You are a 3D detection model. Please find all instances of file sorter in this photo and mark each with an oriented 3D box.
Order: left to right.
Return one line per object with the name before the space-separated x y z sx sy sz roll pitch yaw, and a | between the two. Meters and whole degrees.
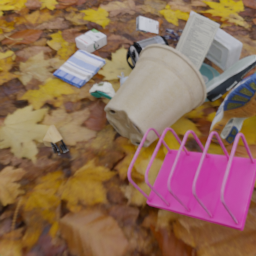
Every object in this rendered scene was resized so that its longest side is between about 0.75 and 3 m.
file sorter | 1.452 0.992 6.528 2.430 1.524 1.689 4 56 40

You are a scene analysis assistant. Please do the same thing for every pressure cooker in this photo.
pressure cooker | 0.710 -2.652 10.563 1.558 1.392 1.370 -20 14 -10

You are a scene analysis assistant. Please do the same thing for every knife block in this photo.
knife block | -2.182 0.377 8.783 0.818 0.298 0.932 9 50 7

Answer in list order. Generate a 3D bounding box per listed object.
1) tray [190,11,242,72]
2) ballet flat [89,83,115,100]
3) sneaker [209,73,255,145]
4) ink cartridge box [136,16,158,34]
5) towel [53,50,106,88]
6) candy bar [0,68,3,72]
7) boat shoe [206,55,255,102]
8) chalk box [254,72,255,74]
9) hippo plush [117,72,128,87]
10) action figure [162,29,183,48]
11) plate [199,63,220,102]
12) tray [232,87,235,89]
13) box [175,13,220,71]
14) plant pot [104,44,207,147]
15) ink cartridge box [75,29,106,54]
tray | 3.123 -3.188 10.727 0.313 1.517 2.825 -27 53 -13
ballet flat | -0.854 -1.312 9.547 0.594 0.594 1.656 -30 23 -23
sneaker | 3.163 -0.709 8.165 1.005 2.670 1.177 25 47 0
ink cartridge box | 0.729 -3.857 10.618 0.906 0.494 0.228 2 0 -34
towel | -1.901 -2.388 11.085 1.339 0.217 1.824 27 55 14
candy bar | -6.102 -1.739 10.552 0.722 0.321 2.894 35 58 26
boat shoe | 3.399 -1.597 9.244 0.607 2.013 0.761 47 35 -14
chalk box | 4.627 -1.118 9.526 1.752 1.090 1.084 14 51 9
hippo plush | 0.082 -1.598 10.071 0.634 0.789 0.628 16 43 29
action figure | 2.076 -3.900 12.115 1.179 0.767 0.409 33 31 33
plate | 2.422 -1.924 10.717 2.492 0.318 2.492 0 49 0
tray | 4.126 -1.767 10.693 0.405 0.152 0.821 13 52 10
box | 2.167 -2.694 9.632 0.992 2.088 0.812 24 11 -5
plant pot | 0.638 -0.800 8.588 2.571 2.571 2.353 34 69 25
ink cartridge box | -1.609 -3.749 12.154 0.803 0.463 1.099 37 59 27
